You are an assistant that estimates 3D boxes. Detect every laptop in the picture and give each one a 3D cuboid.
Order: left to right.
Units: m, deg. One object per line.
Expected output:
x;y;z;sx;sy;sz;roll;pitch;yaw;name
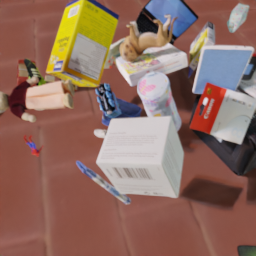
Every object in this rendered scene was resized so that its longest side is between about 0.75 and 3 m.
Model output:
1.422;-3.908;11.022;1.192;2.046;2.308;-4;59;55;laptop

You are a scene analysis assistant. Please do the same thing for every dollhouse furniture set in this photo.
-3.829;-2.242;13.197;2.686;1.092;1.446;2;47;-21;dollhouse furniture set

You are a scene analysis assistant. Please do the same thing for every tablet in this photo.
2.650;-1.597;8.088;1.313;2.018;0.138;3;62;6;tablet

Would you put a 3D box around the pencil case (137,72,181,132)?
0.909;-0.609;7.753;0.848;2.039;0.925;-1;60;20;pencil case

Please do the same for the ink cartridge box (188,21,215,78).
2.540;-2.850;10.170;0.371;1.579;1.560;27;43;-11;ink cartridge box

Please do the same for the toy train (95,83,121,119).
-0.586;-0.804;8.176;0.469;0.618;1.082;-28;59;18;toy train

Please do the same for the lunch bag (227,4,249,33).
3.891;-3.883;9.978;0.486;0.797;0.679;30;61;22;lunch bag

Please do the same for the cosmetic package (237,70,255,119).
4.970;-1.627;11.934;1.842;1.843;2.234;33;57;25;cosmetic package

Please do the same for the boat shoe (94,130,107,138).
-0.930;0.245;11.336;0.992;0.326;0.357;22;53;18;boat shoe

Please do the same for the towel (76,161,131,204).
-0.700;1.481;7.732;1.607;1.180;0.191;41;80;-19;towel

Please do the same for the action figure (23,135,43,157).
-3.081;0.538;9.216;0.308;0.943;0.467;2;42;12;action figure

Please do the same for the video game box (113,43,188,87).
0.689;-2.361;9.863;2.033;0.522;2.232;-19;33;-6;video game box

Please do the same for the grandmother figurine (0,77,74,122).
-2.959;-0.905;8.335;2.618;0.793;1.588;-7;50;5;grandmother figurine

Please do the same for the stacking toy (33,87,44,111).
-3.186;-0.931;9.458;1.075;0.785;0.785;-6;34;50;stacking toy

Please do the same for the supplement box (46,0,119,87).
-1.703;-3.104;10.396;1.540;1.530;2.812;11;83;53;supplement box

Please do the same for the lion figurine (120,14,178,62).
0.644;-2.801;8.925;2.017;1.235;0.731;-4;33;16;lion figurine

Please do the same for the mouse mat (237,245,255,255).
4.094;4.106;8.207;1.576;0.059;1.268;2;49;0;mouse mat

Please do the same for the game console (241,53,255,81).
3.081;-1.857;8.401;1.435;1.623;0.252;15;81;15;game console

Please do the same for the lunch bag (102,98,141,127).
-0.335;-0.455;11.454;1.567;1.037;1.064;24;33;17;lunch bag

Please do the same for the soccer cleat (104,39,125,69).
-0.658;-3.338;12.229;0.825;0.737;2.127;22;53;23;soccer cleat

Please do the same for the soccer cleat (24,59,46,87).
-3.575;-2.023;10.497;0.496;0.413;1.223;-42;103;-36;soccer cleat

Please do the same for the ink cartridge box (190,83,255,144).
2.928;-0.417;8.493;1.853;1.483;0.438;13;12;-26;ink cartridge box

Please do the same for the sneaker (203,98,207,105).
3.085;-0.933;9.548;1.026;0.510;0.400;10;50;10;sneaker

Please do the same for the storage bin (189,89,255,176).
3.847;0.010;10.416;1.400;2.019;2.987;-25;54;-20;storage bin

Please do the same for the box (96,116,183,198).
0.375;0.707;6.710;1.559;1.566;1.342;-2;51;24;box
